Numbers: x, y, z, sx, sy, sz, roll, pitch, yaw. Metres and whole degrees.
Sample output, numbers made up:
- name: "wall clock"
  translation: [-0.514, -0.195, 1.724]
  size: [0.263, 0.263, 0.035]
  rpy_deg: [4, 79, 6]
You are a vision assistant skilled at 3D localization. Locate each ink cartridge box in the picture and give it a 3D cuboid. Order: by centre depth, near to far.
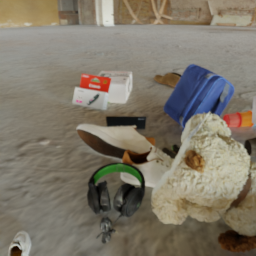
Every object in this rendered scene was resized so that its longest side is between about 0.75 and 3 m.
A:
- name: "ink cartridge box"
  translation: [-1.615, -1.633, 12.433]
  size: [1.632, 1.416, 0.355]
  rpy_deg: [13, 5, 24]
- name: "ink cartridge box"
  translation: [-0.765, -2.078, 13.856]
  size: [1.672, 0.965, 2.298]
  rpy_deg: [3, 26, 6]

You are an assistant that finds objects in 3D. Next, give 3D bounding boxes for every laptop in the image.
- name: "laptop"
  translation: [-0.065, -0.384, 10.529]
  size: [1.427, 0.832, 1.610]
  rpy_deg: [1, 27, 1]

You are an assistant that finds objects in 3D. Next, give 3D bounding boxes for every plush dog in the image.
- name: "plush dog"
  translation: [1.997, 1.100, 5.558]
  size: [2.297, 2.675, 2.146]
  rpy_deg: [28, -9, 1]

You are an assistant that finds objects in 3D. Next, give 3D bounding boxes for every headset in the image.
- name: "headset"
  translation: [-0.325, 1.525, 6.344]
  size: [1.359, 1.034, 2.201]
  rpy_deg: [3, 38, 7]

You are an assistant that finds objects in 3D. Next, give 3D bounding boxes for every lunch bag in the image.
- name: "lunch bag"
  translation: [2.502, -0.845, 9.829]
  size: [1.583, 2.330, 1.541]
  rpy_deg: [16, 17, -45]

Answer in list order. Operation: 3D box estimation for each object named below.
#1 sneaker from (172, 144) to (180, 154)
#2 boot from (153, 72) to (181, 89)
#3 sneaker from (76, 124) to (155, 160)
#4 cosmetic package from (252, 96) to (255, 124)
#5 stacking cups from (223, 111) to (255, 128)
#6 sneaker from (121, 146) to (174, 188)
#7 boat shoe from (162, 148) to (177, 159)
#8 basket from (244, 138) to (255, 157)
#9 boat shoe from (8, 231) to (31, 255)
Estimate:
- name: "sneaker"
  translation: [1.714, 0.747, 8.629]
  size: [0.369, 0.403, 0.962]
  rpy_deg: [3, 24, -31]
- name: "boot"
  translation: [2.228, -2.769, 15.523]
  size: [0.771, 0.791, 2.095]
  rpy_deg: [-20, 31, -32]
- name: "sneaker"
  translation: [-0.358, 0.325, 8.776]
  size: [2.542, 0.926, 1.076]
  rpy_deg: [20, 51, 19]
- name: "cosmetic package"
  translation: [5.618, -0.401, 9.027]
  size: [1.467, 1.157, 2.726]
  rpy_deg: [-28, 36, -22]
- name: "stacking cups"
  translation: [4.908, -0.366, 10.644]
  size: [2.478, 0.750, 0.750]
  rpy_deg: [-6, 26, -8]
- name: "sneaker"
  translation: [0.989, 1.054, 7.371]
  size: [2.409, 1.020, 0.877]
  rpy_deg: [5, 25, 6]
- name: "boat shoe"
  translation: [1.418, 0.905, 8.385]
  size: [0.341, 0.361, 1.004]
  rpy_deg: [15, 23, -36]
- name: "basket"
  translation: [4.172, 0.579, 8.710]
  size: [0.924, 0.833, 0.629]
  rpy_deg: [-4, -19, -2]
- name: "boat shoe"
  translation: [-2.137, 2.350, 5.431]
  size: [0.360, 0.355, 1.016]
  rpy_deg: [-3, 26, -6]
